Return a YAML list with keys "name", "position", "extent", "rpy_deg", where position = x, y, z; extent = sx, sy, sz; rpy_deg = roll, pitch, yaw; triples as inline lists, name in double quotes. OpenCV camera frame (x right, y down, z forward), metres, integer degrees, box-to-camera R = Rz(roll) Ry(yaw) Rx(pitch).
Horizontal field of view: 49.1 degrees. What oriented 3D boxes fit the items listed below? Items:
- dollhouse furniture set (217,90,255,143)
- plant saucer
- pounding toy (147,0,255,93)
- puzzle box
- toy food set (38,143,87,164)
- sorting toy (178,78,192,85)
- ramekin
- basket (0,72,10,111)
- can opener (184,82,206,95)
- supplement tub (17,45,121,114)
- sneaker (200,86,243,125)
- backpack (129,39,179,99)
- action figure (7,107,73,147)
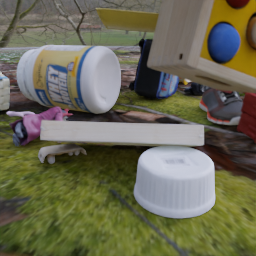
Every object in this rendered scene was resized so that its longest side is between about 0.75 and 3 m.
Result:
- name: "dollhouse furniture set"
  position: [3.457, -0.716, 7.841]
  extent: [1.456, 1.100, 2.705]
  rpy_deg: [-5, 27, -14]
- name: "plant saucer"
  position: [0.114, -3.565, 9.430]
  extent: [2.332, 0.565, 2.332]
  rpy_deg: [4, 19, -5]
- name: "pounding toy"
  position: [2.308, -2.108, 5.520]
  extent: [2.810, 2.587, 1.998]
  rpy_deg: [11, 6, -27]
- name: "puzzle box"
  position: [-0.075, 0.156, 5.784]
  extent: [2.902, 0.369, 1.930]
  rpy_deg: [2, -4, 3]
- name: "toy food set"
  position: [-1.427, 0.559, 6.039]
  extent: [0.928, 0.280, 0.666]
  rpy_deg: [-7, 9, -23]
- name: "sorting toy"
  position: [2.652, -2.737, 14.653]
  extent: [1.390, 0.825, 1.544]
  rpy_deg: [8, 20, 43]
- name: "ramekin"
  position: [0.774, 0.808, 4.656]
  extent: [1.354, 0.660, 1.354]
  rpy_deg: [0, 19, 0]
- name: "basket"
  position: [-5.314, -1.422, 9.234]
  extent: [2.564, 1.783, 2.261]
  rpy_deg: [20, 27, 23]
- name: "can opener"
  position: [3.303, -1.866, 12.224]
  extent: [2.057, 0.652, 0.809]
  rpy_deg: [-18, 26, -41]
- name: "supplement tub"
  position: [-1.976, -1.687, 9.492]
  extent: [2.973, 2.150, 2.150]
  rpy_deg: [8, 21, 24]
- name: "sneaker"
  position: [2.942, -0.902, 8.700]
  extent: [1.104, 1.173, 2.865]
  rpy_deg: [-3, 20, -8]
- name: "backpack"
  position: [1.309, -2.346, 11.477]
  extent: [1.665, 2.260, 2.475]
  rpy_deg: [17, 13, 17]
- name: "action figure"
  position: [-2.115, -0.195, 6.902]
  extent: [1.069, 1.188, 1.596]
  rpy_deg: [11, 36, 44]
